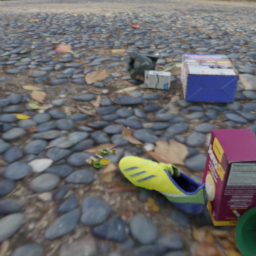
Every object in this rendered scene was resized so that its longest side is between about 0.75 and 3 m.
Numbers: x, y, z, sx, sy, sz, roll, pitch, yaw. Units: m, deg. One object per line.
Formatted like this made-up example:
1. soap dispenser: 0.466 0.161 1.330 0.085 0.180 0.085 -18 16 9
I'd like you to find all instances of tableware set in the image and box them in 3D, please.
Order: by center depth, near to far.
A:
1. tableware set: -0.819 0.942 9.066 0.686 0.156 1.019 27 40 36

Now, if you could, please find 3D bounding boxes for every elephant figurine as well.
1. elephant figurine: 1.042 -3.429 15.147 2.159 1.528 1.675 -6 58 -39

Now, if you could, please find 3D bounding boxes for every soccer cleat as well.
1. soccer cleat: 0.900 1.279 7.550 2.775 1.161 0.897 26 40 35

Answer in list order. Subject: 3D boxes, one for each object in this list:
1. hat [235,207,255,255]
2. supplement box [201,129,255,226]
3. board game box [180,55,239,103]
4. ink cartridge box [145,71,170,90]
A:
1. hat: 3.439 2.567 6.425 1.614 1.420 1.336 -33 45 15
2. supplement box: 2.552 1.217 6.836 1.045 2.025 1.325 0 31 -1
3. board game box: 3.732 -2.411 13.352 2.215 1.345 2.778 3 32 5
4. ink cartridge box: 1.408 -2.375 13.877 1.298 0.753 0.440 8 33 15
